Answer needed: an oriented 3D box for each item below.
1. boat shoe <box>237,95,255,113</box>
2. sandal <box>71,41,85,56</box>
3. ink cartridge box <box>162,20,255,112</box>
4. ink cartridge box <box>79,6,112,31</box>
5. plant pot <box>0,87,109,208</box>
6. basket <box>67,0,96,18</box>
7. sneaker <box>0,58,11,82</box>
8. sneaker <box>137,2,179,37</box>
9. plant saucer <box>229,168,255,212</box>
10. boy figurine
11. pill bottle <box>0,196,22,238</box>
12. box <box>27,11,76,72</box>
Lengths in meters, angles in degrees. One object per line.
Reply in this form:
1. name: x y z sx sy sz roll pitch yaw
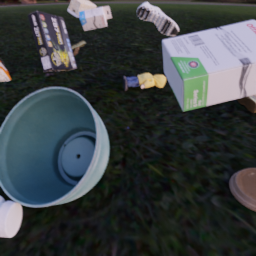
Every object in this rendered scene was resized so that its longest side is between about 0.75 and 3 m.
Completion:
1. boat shoe: 5.306 -1.256 12.235 0.569 0.665 1.816 -2 41 -12
2. sandal: -2.489 -3.590 12.996 1.474 0.420 0.585 -40 19 -31
3. ink cartridge box: 2.124 -1.472 6.435 2.330 0.979 1.700 -13 45 -1
4. ink cartridge box: -1.313 -4.498 11.538 1.250 0.725 0.424 -11 69 3
5. plant pot: -1.632 0.622 7.241 2.822 1.891 2.822 -7 71 20
6. basket: -1.983 -5.189 12.195 0.707 0.644 1.044 41 33 24
7. sneaker: -3.572 -1.487 6.631 0.921 2.003 0.758 -26 75 -8
8. sneaker: 1.369 -4.758 12.146 2.023 0.760 0.820 32 47 -10
9. plant saucer: 3.698 1.653 7.663 1.763 0.260 1.763 1 30 0
10. boy figurine: 0.795 -2.306 13.880 2.116 0.682 1.315 -5 34 -10
11. pill bottle: -3.433 1.993 6.321 1.824 1.028 1.028 4 31 6
12. box: -2.488 -2.808 9.353 0.450 1.832 1.476 -11 7 21
